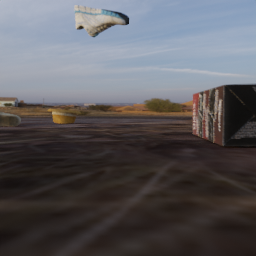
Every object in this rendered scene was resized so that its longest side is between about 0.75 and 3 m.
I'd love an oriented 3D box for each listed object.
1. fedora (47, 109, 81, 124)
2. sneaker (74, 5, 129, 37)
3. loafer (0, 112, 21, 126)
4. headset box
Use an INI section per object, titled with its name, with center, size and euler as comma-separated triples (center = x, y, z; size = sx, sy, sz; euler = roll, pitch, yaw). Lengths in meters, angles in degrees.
[fedora]
center = -2.432, -0.429, 10.666
size = 1.294, 0.528, 1.294
euler = 6, 2, 0
[sneaker]
center = -0.978, -3.758, 10.104
size = 2.334, 1.012, 0.875
euler = 20, 21, 29
[loafer]
center = -3.728, -0.240, 8.323
size = 1.151, 0.436, 0.393
euler = 9, 2, 3
[headset box]
center = 1.736, -0.188, 3.915
size = 1.399, 0.726, 1.880
euler = 0, 5, 3
